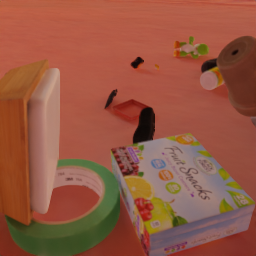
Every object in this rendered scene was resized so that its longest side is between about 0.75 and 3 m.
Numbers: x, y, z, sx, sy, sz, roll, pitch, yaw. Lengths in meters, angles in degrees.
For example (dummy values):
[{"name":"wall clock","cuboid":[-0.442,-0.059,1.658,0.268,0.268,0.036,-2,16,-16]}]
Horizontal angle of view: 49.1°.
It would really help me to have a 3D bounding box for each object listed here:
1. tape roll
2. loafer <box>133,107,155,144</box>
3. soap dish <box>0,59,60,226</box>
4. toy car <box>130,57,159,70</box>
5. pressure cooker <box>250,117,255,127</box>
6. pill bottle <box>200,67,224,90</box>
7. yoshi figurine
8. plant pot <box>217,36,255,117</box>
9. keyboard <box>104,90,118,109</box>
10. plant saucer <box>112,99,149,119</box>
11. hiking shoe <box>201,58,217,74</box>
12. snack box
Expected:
[{"name":"tape roll","cuboid":[-1.057,1.216,4.671,1.833,0.440,1.833,-1,30,1]},{"name":"loafer","cuboid":[0.444,0.072,6.306,0.435,0.425,1.192,-9,48,32]},{"name":"soap dish","cuboid":[-1.476,0.144,4.074,0.797,1.963,1.544,5,29,-9]},{"name":"toy car","cuboid":[0.663,-2.384,11.054,1.094,0.537,0.364,28,-7,14]},{"name":"pressure cooker","cuboid":[3.708,-0.595,5.257,2.321,2.357,2.639,40,6,2]},{"name":"pill bottle","cuboid":[2.986,-1.726,9.479,0.614,0.614,1.105,26,39,37]},{"name":"yoshi figurine","cuboid":[2.853,-3.499,12.361,1.567,0.881,0.878,0,46,-4]},{"name":"plant pot","cuboid":[1.337,-0.610,3.026,0.675,0.775,0.775,37,16,-29]},{"name":"keyboard","cuboid":[-0.488,-0.927,8.294,0.088,0.542,0.853,37,28,-16]},{"name":"plant saucer","cuboid":[0.108,-0.512,7.891,0.815,0.150,0.817,-25,38,-36]},{"name":"hiking shoe","cuboid":[3.763,-2.353,10.385,1.987,0.752,1.000,7,33,15]},{"name":"snack box","cuboid":[0.767,0.989,4.795,1.697,0.681,2.012,-10,35,-14]}]
